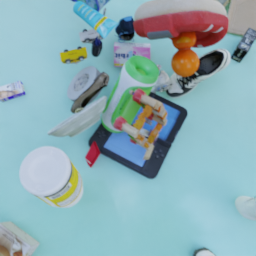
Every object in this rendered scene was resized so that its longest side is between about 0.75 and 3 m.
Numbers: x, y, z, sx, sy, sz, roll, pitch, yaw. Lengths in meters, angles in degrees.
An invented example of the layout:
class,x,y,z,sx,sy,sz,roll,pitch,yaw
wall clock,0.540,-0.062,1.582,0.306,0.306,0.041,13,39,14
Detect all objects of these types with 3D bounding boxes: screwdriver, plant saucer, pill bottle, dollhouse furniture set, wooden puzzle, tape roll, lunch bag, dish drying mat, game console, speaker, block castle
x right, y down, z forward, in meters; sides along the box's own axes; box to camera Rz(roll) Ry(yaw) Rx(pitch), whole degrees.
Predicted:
class,x,y,z,sx,sy,sz,roll,pitch,yaw
screwdriver,-0.885,-2.717,8.148,0.368,2.531,0.353,-1,79,-8
plant saucer,-1.270,-0.193,7.544,1.847,1.847,0.463,-34,100,-9
pill bottle,-1.776,1.330,6.949,1.142,1.998,1.142,-1,64,2
dollhouse furniture set,0.459,0.354,8.095,0.674,0.753,0.950,23,54,4
wooden puzzle,4.455,-4.066,9.928,1.814,0.338,1.679,13,97,2
tape roll,-1.346,-1.326,8.884,1.273,0.421,1.273,-24,48,29
lunch bag,-1.074,-4.107,7.634,1.616,1.030,1.374,32,65,10
dish drying mat,-1.083,0.829,8.398,0.102,1.125,0.432,-15,69,-28
game console,0.264,0.026,8.399,2.339,1.384,1.997,26,56,8
speaker,-0.018,-0.844,7.796,1.017,2.299,1.017,14,47,-16
block castle,0.302,-0.190,6.912,0.781,1.664,1.112,32,85,23

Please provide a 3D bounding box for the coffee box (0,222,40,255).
class,x,y,z,sx,sy,sz,roll,pitch,yaw
coffee box,-3.617,3.806,7.727,1.164,0.812,2.036,32,77,8

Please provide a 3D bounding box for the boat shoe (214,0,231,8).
class,x,y,z,sx,sy,sz,roll,pitch,yaw
boat shoe,3.244,-4.641,10.076,2.408,0.758,0.878,-39,78,-10

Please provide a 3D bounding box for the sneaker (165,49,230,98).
class,x,y,z,sx,sy,sz,roll,pitch,yaw
sneaker,2.009,-1.713,8.616,2.266,0.993,0.857,-35,85,24

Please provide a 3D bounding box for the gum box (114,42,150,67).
class,x,y,z,sx,sy,sz,roll,pitch,yaw
gum box,0.161,-2.441,9.424,1.273,0.722,0.421,3,35,1

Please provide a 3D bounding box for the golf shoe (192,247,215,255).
class,x,y,z,sx,sy,sz,roll,pitch,yaw
golf shoe,2.447,4.352,7.521,0.846,0.965,2.191,-20,74,-4

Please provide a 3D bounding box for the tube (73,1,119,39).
class,x,y,z,sx,sy,sz,roll,pitch,yaw
tube,-0.868,-2.788,7.182,1.372,0.346,0.531,41,92,24

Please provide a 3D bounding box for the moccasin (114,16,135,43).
class,x,y,z,sx,sy,sz,roll,pitch,yaw
moccasin,-0.108,-3.065,9.062,0.683,1.698,0.579,-16,96,2

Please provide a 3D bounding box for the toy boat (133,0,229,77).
class,x,y,z,sx,sy,sz,roll,pitch,yaw
toy boat,1.479,-2.286,7.343,1.866,2.859,1.869,6,107,37

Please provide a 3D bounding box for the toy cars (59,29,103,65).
class,x,y,z,sx,sy,sz,roll,pitch,yaw
toy cars,-1.402,-2.574,8.923,0.806,0.398,1.798,33,73,16

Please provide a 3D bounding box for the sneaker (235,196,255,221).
class,x,y,z,sx,sy,sz,roll,pitch,yaw
sneaker,3.537,2.105,7.565,0.730,1.940,0.858,-24,101,-8

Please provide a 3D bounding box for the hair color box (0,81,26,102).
class,x,y,z,sx,sy,sz,roll,pitch,yaw
hair color box,-3.933,-1.223,9.398,0.834,0.270,0.456,-20,76,-4

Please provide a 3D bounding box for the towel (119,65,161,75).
class,x,y,z,sx,sy,sz,roll,pitch,yaw
towel,0.369,-1.725,8.663,1.288,0.942,0.193,-13,95,1

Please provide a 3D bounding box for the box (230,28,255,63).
class,x,y,z,sx,sy,sz,roll,pitch,yaw
box,3.974,-2.814,9.588,0.387,0.735,0.898,30,77,7

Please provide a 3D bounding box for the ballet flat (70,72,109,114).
class,x,y,z,sx,sy,sz,roll,pitch,yaw
ballet flat,-0.982,-0.850,7.329,0.331,0.482,1.430,46,105,6

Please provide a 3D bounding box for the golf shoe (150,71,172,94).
class,x,y,z,sx,sy,sz,roll,pitch,yaw
golf shoe,0.687,-1.346,9.022,1.434,0.561,0.697,-22,93,23
